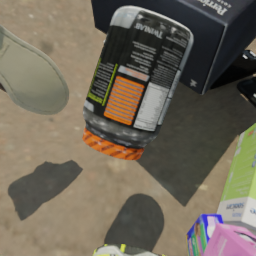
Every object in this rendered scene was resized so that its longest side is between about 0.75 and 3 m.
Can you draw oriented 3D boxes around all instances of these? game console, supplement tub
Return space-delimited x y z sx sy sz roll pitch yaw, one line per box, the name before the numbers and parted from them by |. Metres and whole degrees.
game console | 3.000 -1.087 7.094 1.634 0.334 2.769 -20 47 -6
supplement tub | 0.063 -0.552 3.776 1.099 1.099 1.793 22 101 7

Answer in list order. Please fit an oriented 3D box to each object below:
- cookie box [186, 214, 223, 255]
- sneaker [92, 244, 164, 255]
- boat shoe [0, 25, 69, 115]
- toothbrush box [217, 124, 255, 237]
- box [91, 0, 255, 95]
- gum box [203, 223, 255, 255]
cookie box | 1.367 2.133 4.884 0.396 1.053 0.901 4 49 -4
sneaker | 0.281 2.172 3.900 2.156 0.813 0.824 -6 56 35
boat shoe | -2.116 -1.149 4.758 0.831 2.791 1.003 33 86 39
toothbrush box | 2.943 1.126 6.183 1.027 1.737 2.385 23 73 7
box | 1.241 -2.724 5.421 2.915 1.796 2.891 37 69 20
gum box | 0.953 1.538 2.527 0.398 0.684 1.205 16 97 -22
